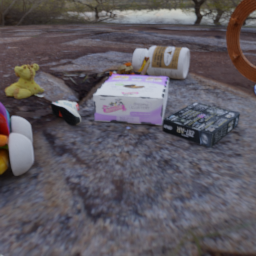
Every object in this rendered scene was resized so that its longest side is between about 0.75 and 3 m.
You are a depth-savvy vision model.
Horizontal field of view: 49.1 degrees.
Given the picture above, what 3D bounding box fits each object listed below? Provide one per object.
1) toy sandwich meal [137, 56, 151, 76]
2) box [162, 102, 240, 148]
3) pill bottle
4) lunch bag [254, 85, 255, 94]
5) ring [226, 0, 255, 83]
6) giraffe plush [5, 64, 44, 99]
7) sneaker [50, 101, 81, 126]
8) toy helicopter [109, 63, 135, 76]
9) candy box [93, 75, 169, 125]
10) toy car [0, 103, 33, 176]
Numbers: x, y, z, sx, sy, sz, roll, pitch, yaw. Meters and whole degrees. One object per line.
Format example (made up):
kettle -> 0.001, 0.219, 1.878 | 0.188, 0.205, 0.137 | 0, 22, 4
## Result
toy sandwich meal -> 0.672, -2.637, 12.061 | 0.328, 0.959, 0.959 | 28, 30, 4
box -> 2.451, -0.202, 9.299 | 1.731, 0.470, 2.161 | 19, 31, 35
pill bottle -> 1.748, -3.536, 15.045 | 2.810, 1.607, 1.607 | 10, 27, 21
lunch bag -> 6.043, -1.694, 12.652 | 0.626, 0.321, 0.779 | 8, 27, 14
ring -> 3.610, -2.326, 7.487 | 0.239, 2.496, 2.496 | -25, 34, -25
giraffe plush -> -4.539, -2.115, 12.315 | 1.682, 1.364, 1.451 | 5, 26, 11
sneaker -> -2.050, -0.648, 10.052 | 0.842, 0.634, 1.801 | -25, 32, -33
toy helicopter -> -0.364, -2.896, 14.293 | 1.254, 0.748, 1.896 | -18, 2, 2
candy box -> 0.234, -1.175, 10.708 | 2.422, 1.033, 2.887 | 5, 25, 10
toy car -> -3.587, 0.138, 6.931 | 2.198, 1.884, 2.512 | -9, 27, -16
